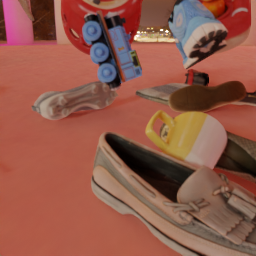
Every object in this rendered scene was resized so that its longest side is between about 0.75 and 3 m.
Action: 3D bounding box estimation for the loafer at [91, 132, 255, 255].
[{"bbox_3d":[0.629,0.804,3.536,2.955,0.929,1.062,15,25,37],"label":"loafer"}]

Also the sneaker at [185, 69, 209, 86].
[{"bbox_3d":[2.929,-2.062,11.903,0.992,0.718,2.030,11,19,12],"label":"sneaker"}]

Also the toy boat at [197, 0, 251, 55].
[{"bbox_3d":[1.964,-2.820,6.483,1.516,1.518,2.323,-8,50,28],"label":"toy boat"}]

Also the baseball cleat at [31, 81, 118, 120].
[{"bbox_3d":[-1.620,-0.951,8.487,1.390,0.911,2.612,18,26,41],"label":"baseball cleat"}]

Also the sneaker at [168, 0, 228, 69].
[{"bbox_3d":[1.164,-1.679,4.847,0.829,0.951,2.115,-29,-3,10],"label":"sneaker"}]

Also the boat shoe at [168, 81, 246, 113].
[{"bbox_3d":[2.379,-0.892,8.738,2.420,0.873,0.871,-13,-9,-8],"label":"boat shoe"}]

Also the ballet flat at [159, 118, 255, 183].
[{"bbox_3d":[1.549,0.392,4.955,2.509,0.845,0.582,23,21,36],"label":"ballet flat"}]

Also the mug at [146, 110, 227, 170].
[{"bbox_3d":[0.900,0.387,4.632,1.246,0.998,1.023,16,42,19],"label":"mug"}]

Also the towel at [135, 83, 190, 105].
[{"bbox_3d":[1.724,-1.286,10.195,2.150,0.386,2.233,-14,24,-34],"label":"towel"}]

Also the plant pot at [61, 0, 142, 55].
[{"bbox_3d":[-0.767,-3.493,7.862,2.373,2.373,2.161,-2,-8,-5],"label":"plant pot"}]

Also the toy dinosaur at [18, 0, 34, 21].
[{"bbox_3d":[-2.346,-2.604,3.898,1.679,1.063,2.477,3,-21,30],"label":"toy dinosaur"}]

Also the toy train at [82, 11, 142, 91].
[{"bbox_3d":[-0.213,-1.024,3.669,0.584,1.023,0.443,-20,9,-5],"label":"toy train"}]

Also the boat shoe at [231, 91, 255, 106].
[{"bbox_3d":[4.157,-0.998,9.242,1.587,0.478,0.566,6,21,17],"label":"boat shoe"}]
